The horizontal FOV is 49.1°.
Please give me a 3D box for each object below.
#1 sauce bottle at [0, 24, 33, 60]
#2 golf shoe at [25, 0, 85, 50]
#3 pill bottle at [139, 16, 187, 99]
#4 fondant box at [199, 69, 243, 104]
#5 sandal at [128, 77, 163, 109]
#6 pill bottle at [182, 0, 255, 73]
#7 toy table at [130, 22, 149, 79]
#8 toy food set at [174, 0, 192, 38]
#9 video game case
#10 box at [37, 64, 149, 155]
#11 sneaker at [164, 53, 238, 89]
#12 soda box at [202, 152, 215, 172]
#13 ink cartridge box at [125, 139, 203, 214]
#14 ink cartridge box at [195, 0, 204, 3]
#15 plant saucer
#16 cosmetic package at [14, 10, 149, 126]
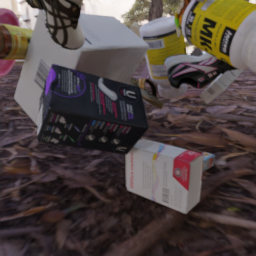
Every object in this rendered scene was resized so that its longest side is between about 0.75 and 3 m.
[{"bbox_3d":[-2.664,-2.227,7.440,0.863,0.863,2.613,6,16,19],"label":"sauce bottle"},{"bbox_3d":[-0.952,-1.812,4.389,0.783,0.644,1.658,-1,-20,18],"label":"golf shoe"},{"bbox_3d":[1.359,-2.399,9.833,1.437,2.582,1.437,-12,32,8],"label":"pill bottle"},{"bbox_3d":[3.377,-1.661,9.966,1.576,0.459,1.137,-42,-5,-21],"label":"fondant box"},{"bbox_3d":[0.653,-1.390,9.947,0.927,0.623,2.309,20,17,-33],"label":"sandal"},{"bbox_3d":[2.334,-2.053,6.051,1.289,1.289,2.256,-10,38,-30],"label":"pill bottle"},{"bbox_3d":[0.608,-3.257,11.926,1.512,2.583,2.374,30,50,1],"label":"toy table"},{"bbox_3d":[1.481,-3.097,7.444,0.245,0.843,1.221,3,-24,-20],"label":"toy food set"},{"bbox_3d":[3.005,-3.598,9.479,1.771,0.223,1.943,-22,-17,-24],"label":"video game case"},{"bbox_3d":[-0.746,-0.317,5.781,1.991,1.056,1.217,11,49,-24],"label":"box"},{"bbox_3d":[2.234,-1.595,8.119,2.291,0.989,0.920,-7,-19,16],"label":"sneaker"},{"bbox_3d":[2.001,1.002,7.819,1.044,0.332,0.357,-17,24,-41],"label":"soda box"},{"bbox_3d":[0.776,1.016,6.298,1.627,1.201,0.697,15,22,38],"label":"ink cartridge box"},{"bbox_3d":[1.273,-2.921,6.018,0.784,0.171,0.681,19,31,3],"label":"ink cartridge box"},{"bbox_3d":[-3.866,-2.513,8.279,0.514,2.030,2.030,15,18,0],"label":"plant saucer"},{"bbox_3d":[-1.262,-1.528,7.653,1.639,2.658,2.666,46,36,18],"label":"cosmetic package"}]
